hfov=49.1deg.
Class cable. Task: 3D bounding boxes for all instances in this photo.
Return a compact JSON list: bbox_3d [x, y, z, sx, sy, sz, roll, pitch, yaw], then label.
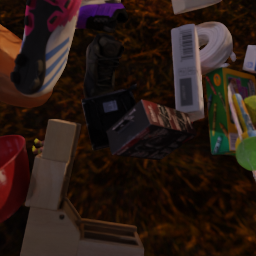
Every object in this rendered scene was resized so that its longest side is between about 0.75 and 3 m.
[{"bbox_3d":[1.890,-2.036,7.259,1.552,0.537,1.552,-20,49,32],"label":"cable"}]

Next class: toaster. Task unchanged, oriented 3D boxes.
[{"bbox_3d":[-0.242,-0.173,5.263,1.093,0.648,0.988,-14,87,2],"label":"toaster"}]

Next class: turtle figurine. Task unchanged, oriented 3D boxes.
[{"bbox_3d":[-2.251,0.490,8.149,0.925,0.370,1.148,-1,64,8],"label":"turtle figurine"}]

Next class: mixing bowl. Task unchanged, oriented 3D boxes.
[{"bbox_3d":[-2.369,0.994,4.611,1.817,0.984,1.817,-16,23,7],"label":"mixing bowl"}]

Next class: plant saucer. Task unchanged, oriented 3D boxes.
[{"bbox_3d":[-2.994,-1.696,6.526,0.472,2.925,2.925,-44,64,19],"label":"plant saucer"}]

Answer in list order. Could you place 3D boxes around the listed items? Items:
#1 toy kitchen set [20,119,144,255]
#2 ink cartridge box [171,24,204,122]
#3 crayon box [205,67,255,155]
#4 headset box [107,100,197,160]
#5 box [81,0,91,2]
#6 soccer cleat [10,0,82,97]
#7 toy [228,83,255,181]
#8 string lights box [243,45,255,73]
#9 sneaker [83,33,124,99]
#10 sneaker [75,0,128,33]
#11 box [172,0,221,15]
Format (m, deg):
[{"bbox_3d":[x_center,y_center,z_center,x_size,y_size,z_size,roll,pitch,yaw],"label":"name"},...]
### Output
[{"bbox_3d":[-0.672,1.073,5.181,1.953,1.766,2.164,12,91,-9],"label":"toy kitchen set"},{"bbox_3d":[1.345,-0.948,5.828,0.570,1.997,1.623,-6,82,24],"label":"ink cartridge box"},{"bbox_3d":[2.448,-0.345,6.493,1.138,0.558,1.916,5,77,-31],"label":"crayon box"},{"bbox_3d":[0.303,0.070,4.079,1.118,0.832,0.432,12,49,-39],"label":"headset box"},{"bbox_3d":[-1.729,-5.155,11.048,2.307,0.789,0.948,14,62,8],"label":"box"},{"bbox_3d":[-1.575,-1.899,5.692,0.932,1.151,2.667,26,100,6],"label":"soccer cleat"},{"bbox_3d":[2.187,0.003,4.720,0.630,2.667,1.536,-18,97,27],"label":"toy"},{"bbox_3d":[3.473,-1.308,5.782,1.839,0.945,0.542,16,104,34],"label":"string lights box"},{"bbox_3d":[-0.622,-1.426,6.974,0.807,1.209,2.111,5,74,-19],"label":"sneaker"},{"bbox_3d":[-0.858,-3.318,8.559,2.062,0.717,1.025,-29,80,-24],"label":"sneaker"},{"bbox_3d":[1.402,-4.063,6.544,1.006,0.837,2.448,-15,106,-7],"label":"box"}]
